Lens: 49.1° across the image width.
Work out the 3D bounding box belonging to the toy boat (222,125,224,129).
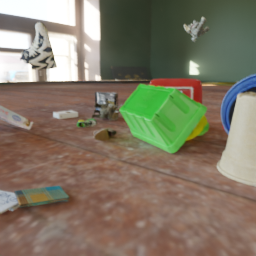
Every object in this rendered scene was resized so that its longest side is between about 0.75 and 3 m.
[{"bbox_3d":[4.660,-0.506,10.180,2.447,1.353,2.911,13,-2,-31],"label":"toy boat"}]

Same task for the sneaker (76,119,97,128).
[{"bbox_3d":[-1.747,-0.148,11.805,0.866,0.338,0.369,-9,20,0],"label":"sneaker"}]

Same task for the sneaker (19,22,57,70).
[{"bbox_3d":[-2.642,-2.207,7.920,0.982,0.602,1.509,-17,-27,-11],"label":"sneaker"}]

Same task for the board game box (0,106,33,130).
[{"bbox_3d":[-5.112,-0.577,11.331,1.852,0.382,1.856,12,-15,42],"label":"board game box"}]

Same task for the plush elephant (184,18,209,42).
[{"bbox_3d":[2.184,-3.249,9.182,0.618,0.750,0.581,23,21,-53],"label":"plush elephant"}]

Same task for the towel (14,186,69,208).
[{"bbox_3d":[-1.685,1.325,5.452,0.912,0.099,0.669,-1,12,-30],"label":"towel"}]

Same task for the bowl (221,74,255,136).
[{"bbox_3d":[4.190,-0.439,8.531,2.592,2.592,0.509,6,-19,26],"label":"bowl"}]

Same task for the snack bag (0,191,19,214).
[{"bbox_3d":[-2.462,1.420,5.196,0.880,0.100,0.934,5,12,21],"label":"snack bag"}]

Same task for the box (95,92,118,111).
[{"bbox_3d":[-1.224,-1.457,15.773,1.353,1.067,0.337,7,15,26],"label":"box"}]

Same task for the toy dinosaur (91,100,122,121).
[{"bbox_3d":[-1.016,-0.813,13.786,1.345,1.013,2.631,13,6,-1],"label":"toy dinosaur"}]

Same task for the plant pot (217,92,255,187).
[{"bbox_3d":[3.297,0.150,6.710,2.094,1.917,2.094,0,13,0],"label":"plant pot"}]

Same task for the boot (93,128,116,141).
[{"bbox_3d":[-0.978,0.226,10.043,1.096,0.385,0.802,-10,10,-42],"label":"boot"}]

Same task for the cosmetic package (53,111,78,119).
[{"bbox_3d":[-3.160,-0.669,14.127,1.017,0.263,0.767,-9,13,-35],"label":"cosmetic package"}]

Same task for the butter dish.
[{"bbox_3d":[1.963,-0.902,11.689,2.104,2.098,1.555,2,-1,11],"label":"butter dish"}]

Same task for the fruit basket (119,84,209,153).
[{"bbox_3d":[1.466,-0.190,9.528,2.918,2.105,2.918,37,-8,6],"label":"fruit basket"}]
